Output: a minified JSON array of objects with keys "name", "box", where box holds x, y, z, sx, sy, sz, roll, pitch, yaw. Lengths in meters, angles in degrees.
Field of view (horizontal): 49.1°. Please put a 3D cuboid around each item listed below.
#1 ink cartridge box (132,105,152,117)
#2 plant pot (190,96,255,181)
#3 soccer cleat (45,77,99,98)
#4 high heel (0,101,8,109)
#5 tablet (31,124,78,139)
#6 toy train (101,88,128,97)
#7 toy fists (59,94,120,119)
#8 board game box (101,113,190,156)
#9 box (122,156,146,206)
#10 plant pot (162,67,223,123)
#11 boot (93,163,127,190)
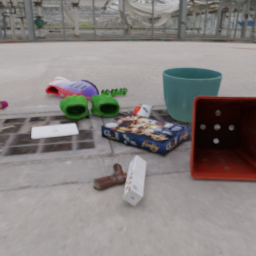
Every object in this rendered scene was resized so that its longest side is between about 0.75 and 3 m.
[{"name":"ink cartridge box","box":[0.428,-0.515,10.102,0.688,0.175,0.781,10,55,24]},{"name":"plant pot","box":[2.408,0.106,6.963,1.880,1.882,1.658,1,10,3]},{"name":"soccer cleat","box":[-2.583,-1.687,12.881,2.764,0.943,1.012,15,47,29]},{"name":"high heel","box":[-5.347,-0.893,11.325,1.029,0.347,0.494,-6,7,27]},{"name":"tablet","box":[-2.401,0.091,9.160,1.429,0.098,0.930,-6,22,-15]},{"name":"toy train","box":[-0.657,-1.659,13.250,1.334,0.376,0.278,-7,42,-19]},{"name":"toy fists","box":[-1.443,-0.813,10.608,2.253,0.775,1.148,-5,29,-16]},{"name":"board game box","box":[0.516,0.125,8.555,2.264,0.392,1.534,15,26,34]},{"name":"box","box":[0.161,1.091,6.053,0.313,0.292,1.509,36,20,-8]},{"name":"plant pot","box":[2.256,-1.177,10.198,2.087,1.675,2.087,0,22,0]},{"name":"boot","box":[-0.482,1.110,6.382,0.801,0.257,0.747,-15,23,-23]}]
